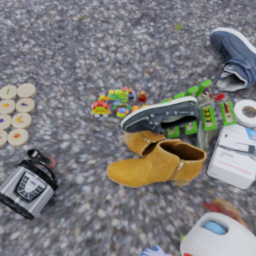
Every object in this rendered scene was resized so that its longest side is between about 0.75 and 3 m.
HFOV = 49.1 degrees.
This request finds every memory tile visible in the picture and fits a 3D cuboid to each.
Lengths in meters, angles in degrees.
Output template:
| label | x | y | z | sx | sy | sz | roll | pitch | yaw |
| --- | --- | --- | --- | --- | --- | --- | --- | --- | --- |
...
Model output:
| label | x | y | z | sx | sy | sz | roll | pitch | yaw |
| --- | --- | --- | --- | --- | --- | --- | --- | --- | --- |
| memory tile | -4.408 | -0.479 | 9.934 | 2.077 | 0.227 | 2.710 | -2 | 56 | -2 |

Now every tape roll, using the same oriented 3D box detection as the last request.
| label | x | y | z | sx | sy | sz | roll | pitch | yaw |
| --- | --- | --- | --- | --- | --- | --- | --- | --- | --- |
| tape roll | 4.292 | -0.519 | 9.976 | 1.086 | 0.198 | 1.086 | 0 | 56 | 1 |

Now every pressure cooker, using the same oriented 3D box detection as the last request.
| label | x | y | z | sx | sy | sz | roll | pitch | yaw |
| --- | --- | --- | --- | --- | --- | --- | --- | --- | --- |
| pressure cooker | -2.778 | 1.658 | 7.892 | 1.320 | 1.300 | 1.478 | 17 | 55 | 29 |

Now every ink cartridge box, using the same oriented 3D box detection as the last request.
| label | x | y | z | sx | sy | sz | roll | pitch | yaw |
| --- | --- | --- | --- | --- | --- | --- | --- | --- | --- |
| ink cartridge box | 3.363 | 0.832 | 8.759 | 1.257 | 0.732 | 1.739 | 20 | 59 | 13 |

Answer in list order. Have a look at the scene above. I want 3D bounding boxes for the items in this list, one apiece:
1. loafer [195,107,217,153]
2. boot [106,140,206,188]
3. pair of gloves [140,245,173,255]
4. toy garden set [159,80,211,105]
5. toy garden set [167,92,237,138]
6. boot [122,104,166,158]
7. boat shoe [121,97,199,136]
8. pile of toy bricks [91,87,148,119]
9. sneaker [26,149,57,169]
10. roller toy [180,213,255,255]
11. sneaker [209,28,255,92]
| label | x | y | z | sx | sy | sz | roll | pitch | yaw |
| --- | --- | --- | --- | --- | --- | --- | --- | --- | --- |
| loafer | 2.633 | 0.047 | 9.303 | 0.645 | 0.696 | 1.851 | 9 | 57 | 11 |
| boot | 0.693 | 0.948 | 7.954 | 2.727 | 1.952 | 0.959 | 5 | 56 | 4 |
| pair of gloves | 0.570 | 3.342 | 6.773 | 0.937 | 0.133 | 1.165 | -8 | 28 | 35 |
| toy garden set | 1.695 | -0.689 | 8.889 | 1.802 | 1.502 | 0.360 | -26 | 75 | -14 |
| toy garden set | 2.297 | -0.644 | 9.330 | 2.178 | 0.435 | 1.815 | -13 | 41 | 19 |
| boot | 0.829 | 0.100 | 8.980 | 1.964 | 0.691 | 1.406 | -41 | 36 | -13 |
| boat shoe | 0.923 | -0.165 | 7.910 | 2.261 | 0.845 | 0.750 | -15 | 59 | 2 |
| pile of toy bricks | -0.215 | -1.010 | 9.803 | 2.075 | 1.025 | 1.151 | 1 | 57 | 1 |
| sneaker | -2.717 | 0.943 | 8.672 | 1.072 | 0.524 | 0.379 | 24 | 70 | 17 |
| roller toy | 2.299 | 3.008 | 6.710 | 1.912 | 1.744 | 1.336 | 39 | 65 | 22 |
| sneaker | 3.824 | -2.652 | 10.835 | 2.106 | 1.108 | 2.915 | -32 | 63 | -22 |
